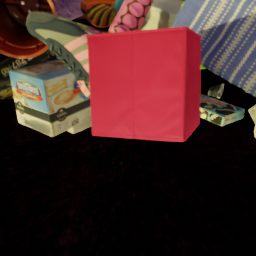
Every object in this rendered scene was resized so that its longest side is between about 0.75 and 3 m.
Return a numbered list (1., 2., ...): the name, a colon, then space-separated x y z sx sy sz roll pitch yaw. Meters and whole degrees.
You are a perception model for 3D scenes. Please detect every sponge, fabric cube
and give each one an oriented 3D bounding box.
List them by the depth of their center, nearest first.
1. fabric cube: 0.283 -0.606 3.847 1.285 1.281 1.261 3 14 22
2. sponge: -2.626 -4.479 9.980 0.419 1.565 2.806 -7 30 38

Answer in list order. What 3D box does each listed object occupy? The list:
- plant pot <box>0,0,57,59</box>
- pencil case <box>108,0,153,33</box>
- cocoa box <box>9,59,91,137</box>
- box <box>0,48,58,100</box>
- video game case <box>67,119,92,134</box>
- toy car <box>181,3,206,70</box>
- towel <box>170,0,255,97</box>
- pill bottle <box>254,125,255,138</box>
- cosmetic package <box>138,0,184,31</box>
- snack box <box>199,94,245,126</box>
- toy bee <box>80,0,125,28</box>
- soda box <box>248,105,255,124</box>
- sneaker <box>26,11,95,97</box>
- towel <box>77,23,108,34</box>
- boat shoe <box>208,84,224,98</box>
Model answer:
1. plant pot: -2.817 -3.164 7.551 1.977 1.977 1.923 -3 35 -5
2. pencil case: 0.032 -2.444 6.135 0.588 0.607 1.297 9 69 42
3. cocoa box: -1.899 -1.076 8.291 1.621 1.595 2.431 19 33 33
4. box: -3.559 -1.897 9.578 2.916 0.716 2.351 -28 7 10
5. video game case: -1.627 -0.776 9.866 2.618 0.316 2.872 21 33 36
6. toy car: 2.274 -2.236 6.468 1.828 1.501 1.442 -8 10 16
7. towel: 2.017 -1.753 4.319 0.357 2.168 2.994 13 25 -46
8. pill bottle: 4.493 0.074 7.128 2.110 1.183 1.183 22 33 38
9. cosmetic package: 1.046 -2.841 8.550 1.520 1.828 1.529 30 43 21
10. snack box: 2.823 -0.662 9.598 1.104 0.353 1.901 -17 31 -32
11. toy bee: -0.159 -3.438 8.605 2.468 1.341 1.615 -9 41 -4
12. soda box: 2.867 -0.491 4.893 0.488 1.431 0.454 -7 66 -30
13. sneaker: -0.976 -1.400 6.129 2.969 1.218 1.041 25 -9 -7
14. towel: -0.928 -2.930 9.726 1.975 1.418 0.225 19 71 12
15. boat shoe: 3.581 -1.564 11.373 0.509 0.397 1.121 15 32 20
